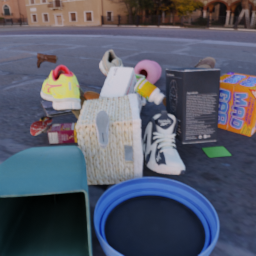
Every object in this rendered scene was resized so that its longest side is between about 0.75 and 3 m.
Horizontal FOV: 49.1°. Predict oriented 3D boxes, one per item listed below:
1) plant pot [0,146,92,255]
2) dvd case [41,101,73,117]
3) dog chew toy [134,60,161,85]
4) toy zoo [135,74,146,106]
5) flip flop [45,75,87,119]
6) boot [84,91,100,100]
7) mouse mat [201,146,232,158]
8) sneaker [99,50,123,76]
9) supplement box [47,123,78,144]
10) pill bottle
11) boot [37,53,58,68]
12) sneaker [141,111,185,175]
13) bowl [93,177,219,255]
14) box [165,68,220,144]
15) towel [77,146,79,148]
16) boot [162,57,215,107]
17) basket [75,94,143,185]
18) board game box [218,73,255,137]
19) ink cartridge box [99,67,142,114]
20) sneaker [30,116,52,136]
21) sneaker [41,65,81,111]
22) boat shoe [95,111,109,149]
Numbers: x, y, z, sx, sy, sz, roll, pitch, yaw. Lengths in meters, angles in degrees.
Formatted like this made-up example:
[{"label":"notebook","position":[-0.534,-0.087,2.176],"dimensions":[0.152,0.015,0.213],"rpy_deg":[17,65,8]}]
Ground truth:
[{"label":"plant pot","position":[-1.852,1.600,6.470],"dimensions":[2.027,2.028,2.869],"rpy_deg":[-2,20,-5]},{"label":"dvd case","position":[-2.935,-1.189,14.249],"dimensions":[2.664,0.213,1.981],"rpy_deg":[-11,27,-22]},{"label":"dog chew toy","position":[1.384,-3.542,17.860],"dimensions":[1.585,1.585,2.545],"rpy_deg":[11,20,22]},{"label":"toy zoo","position":[0.136,-1.821,13.370],"dimensions":[1.410,0.220,2.149],"rpy_deg":[11,52,-13]},{"label":"flip flop","position":[-2.181,-1.102,11.432],"dimensions":[1.134,2.795,0.805],"rpy_deg":[-42,20,-8]},{"label":"boot","position":[-1.255,-0.779,11.013],"dimensions":[1.432,0.528,1.108],"rpy_deg":[33,38,-10]},{"label":"mouse mat","position":[3.186,0.870,10.122],"dimensions":[0.898,0.034,0.723],"rpy_deg":[-3,25,-9]},{"label":"sneaker","position":[-0.505,-2.487,12.718],"dimensions":[0.925,1.124,2.444],"rpy_deg":[-24,68,-29]},{"label":"supplement box","position":[-2.511,0.215,10.868],"dimensions":[1.094,0.565,0.716],"rpy_deg":[-3,25,-6]},{"label":"pill bottle","position":[0.697,-1.165,9.116],"dimensions":[0.920,0.511,0.511],"rpy_deg":[38,37,11]},{"label":"boot","position":[-3.462,-2.828,12.023],"dimensions":[0.868,0.809,0.279],"rpy_deg":[4,54,-16]},{"label":"sneaker","position":[1.106,0.343,8.745],"dimensions":[1.020,1.662,2.555],"rpy_deg":[5,12,-9]},{"label":"bowl","position":[0.620,2.216,6.617],"dimensions":[2.865,0.562,2.865],"rpy_deg":[1,25,-1]},{"label":"box","position":[2.138,-0.849,9.629],"dimensions":[1.265,2.362,1.753],"rpy_deg":[-5,15,-10]},{"label":"towel","position":[-1.994,1.066,9.399],"dimensions":[1.107,0.288,1.670],"rpy_deg":[-2,25,-6]},{"label":"boot","position":[2.616,-1.807,11.896],"dimensions":[1.031,2.147,2.936],"rpy_deg":[36,-6,-9]},{"label":"basket","position":[-0.506,0.314,8.760],"dimensions":[1.802,2.221,2.241],"rpy_deg":[-2,26,0]},{"label":"board game box","position":[4.752,-1.095,11.993],"dimensions":[1.956,1.956,1.958],"rpy_deg":[20,32,36]},{"label":"ink cartridge box","position":[-0.201,-1.044,10.874],"dimensions":[0.920,2.182,1.579],"rpy_deg":[6,57,18]},{"label":"sneaker","position":[-3.338,0.022,10.877],"dimensions":[0.537,0.567,1.379],"rpy_deg":[17,22,6]},{"label":"sneaker","position":[-2.269,-1.499,9.595],"dimensions":[1.141,1.318,2.919],"rpy_deg":[-7,20,-28]},{"label":"boat shoe","position":[-0.690,0.054,7.238],"dimensions":[0.370,0.336,1.005],"rpy_deg":[4,63,-9]}]
